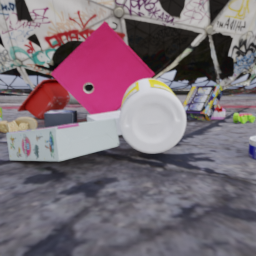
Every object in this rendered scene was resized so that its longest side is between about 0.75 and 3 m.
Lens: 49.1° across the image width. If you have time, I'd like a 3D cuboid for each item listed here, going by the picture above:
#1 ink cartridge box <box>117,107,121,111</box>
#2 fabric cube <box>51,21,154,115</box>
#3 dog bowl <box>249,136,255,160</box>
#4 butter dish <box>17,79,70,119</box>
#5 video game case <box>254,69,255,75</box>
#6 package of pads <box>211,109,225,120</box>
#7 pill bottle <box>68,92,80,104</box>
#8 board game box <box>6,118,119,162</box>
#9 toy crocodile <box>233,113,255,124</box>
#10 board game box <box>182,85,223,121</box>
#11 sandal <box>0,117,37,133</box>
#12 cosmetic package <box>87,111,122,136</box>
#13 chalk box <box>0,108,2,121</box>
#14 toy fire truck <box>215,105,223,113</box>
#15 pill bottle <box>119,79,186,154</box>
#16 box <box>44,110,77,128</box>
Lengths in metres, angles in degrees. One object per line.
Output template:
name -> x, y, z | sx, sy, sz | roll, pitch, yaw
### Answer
ink cartridge box -> -0.422, -1.375, 14.584 | 1.294, 1.751, 0.663 | 1, 9, 5
fabric cube -> -1.060, -2.243, 12.278 | 2.966, 2.919, 2.975 | -44, 8, 2
dog bowl -> 3.441, 0.496, 6.579 | 1.122, 0.442, 1.122 | 0, 9, 0
butter dish -> -3.884, -1.204, 14.155 | 2.345, 1.734, 2.339 | -43, -5, 20
video game case -> 7.131, -1.992, 12.434 | 2.172, 2.396, 0.544 | -27, -20, 39
package of pads -> 4.332, -0.787, 14.608 | 0.940, 0.590, 1.559 | 2, 9, -3
pill bottle -> -4.525, -2.912, 25.518 | 2.696, 1.535, 1.535 | 1, 9, 4
board game box -> -1.492, 0.270, 6.228 | 2.100, 0.675, 1.549 | -7, 2, 43
toy crocodile -> 5.314, -0.464, 12.842 | 1.548, 0.478, 0.523 | -5, 10, -33
board game box -> 3.497, -1.211, 13.486 | 1.550, 0.532, 1.875 | 4, 53, 46
sandal -> -3.947, 0.073, 9.669 | 1.759, 0.645, 0.578 | -4, 38, 25
cosmetic package -> -0.086, -0.242, 10.066 | 2.487, 0.643, 1.875 | -9, 9, -16
chalk box -> -5.217, -0.298, 10.267 | 0.920, 0.914, 1.474 | 0, 9, -3
toy fire truck -> 4.249, -1.114, 13.579 | 0.225, 0.922, 0.650 | -15, -16, -3
pill bottle -> 0.550, -0.472, 7.165 | 1.467, 1.467, 2.635 | 0, 18, 1
box -> -2.685, -0.337, 11.305 | 1.128, 0.695, 1.119 | -1, 10, -2
